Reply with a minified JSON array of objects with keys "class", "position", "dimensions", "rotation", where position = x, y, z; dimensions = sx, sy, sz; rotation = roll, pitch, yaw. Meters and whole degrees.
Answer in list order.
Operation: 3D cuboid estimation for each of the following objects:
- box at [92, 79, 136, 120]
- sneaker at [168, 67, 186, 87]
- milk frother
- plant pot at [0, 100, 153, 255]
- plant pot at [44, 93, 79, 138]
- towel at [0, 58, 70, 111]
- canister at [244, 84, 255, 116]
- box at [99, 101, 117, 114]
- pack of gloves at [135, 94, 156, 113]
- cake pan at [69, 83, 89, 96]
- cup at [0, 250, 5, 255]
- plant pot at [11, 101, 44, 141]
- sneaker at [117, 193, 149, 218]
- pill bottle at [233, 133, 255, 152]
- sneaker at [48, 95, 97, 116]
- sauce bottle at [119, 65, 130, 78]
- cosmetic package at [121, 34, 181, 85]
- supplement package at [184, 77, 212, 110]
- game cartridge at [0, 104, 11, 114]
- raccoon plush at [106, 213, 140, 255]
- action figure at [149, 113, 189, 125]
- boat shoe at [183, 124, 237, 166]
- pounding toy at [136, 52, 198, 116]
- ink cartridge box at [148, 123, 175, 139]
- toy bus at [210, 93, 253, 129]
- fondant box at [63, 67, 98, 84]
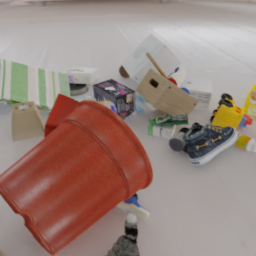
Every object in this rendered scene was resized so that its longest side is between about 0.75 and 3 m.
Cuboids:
[{"class":"box","position":[-0.596,-1.143,11.620],"dimensions":[1.013,1.167,1.766],"rotation":[-22,37,-28]},{"class":"sneaker","position":[1.794,-2.444,14.120],"dimensions":[1.641,0.903,2.241],"rotation":[8,37,31]},{"class":"milk frother","position":[1.984,0.294,9.580],"dimensions":[0.832,0.922,0.867],"rotation":[24,38,24]},{"class":"plant pot","position":[-1.334,1.220,6.575],"dimensions":[2.787,2.787,2.711],"rotation":[27,54,36]},{"class":"plant pot","position":[-1.782,0.136,9.153],"dimensions":[1.491,1.691,1.692],"rotation":[11,40,-6]},{"class":"towel","position":[-3.740,-1.685,11.475],"dimensions":[2.896,0.339,2.209],"rotation":[8,56,-34]},{"class":"canister","position":[6.202,-0.948,11.450],"dimensions":[2.464,1.066,1.830],"rotation":[17,36,27]},{"class":"box","position":[-1.314,-0.378,10.439],"dimensions":[1.800,1.072,0.373],"rotation":[-9,26,-13]},{"class":"pack of gloves","position":[0.499,-1.168,12.459],"dimensions":[1.303,0.306,1.551],"rotation":[-16,35,-28]},{"class":"cake pan","position":[-2.668,-1.970,13.801],"dimensions":[1.421,0.261,1.421],"rotation":[0,32,0]},{"class":"cup","position":[-3.212,2.767,5.422],"dimensions":[1.615,1.155,1.615],"rotation":[1,32,0]},{"class":"plant pot","position":[-3.819,-0.337,10.473],"dimensions":[1.175,1.041,1.176],"rotation":[-11,33,-16]},{"class":"sneaker","position":[0.197,1.973,7.414],"dimensions":[0.967,0.371,0.538],"rotation":[12,42,30]},{"class":"pill bottle","position":[4.078,0.516,9.662],"dimensions":[0.448,0.448,0.806],"rotation":[-24,39,-33]},{"class":"sneaker","position":[-2.264,-0.792,11.410],"dimensions":[2.027,0.728,0.734],"rotation":[-23,29,-16]},{"class":"sauce bottle","position":[0.283,-3.562,15.868],"dimensions":[0.805,0.805,2.440],"rotation":[12,33,18]},{"class":"cosmetic package","position":[1.057,-3.122,13.651],"dimensions":[2.153,1.328,2.160],"rotation":[-43,32,12]},{"class":"supplement package","position":[3.091,-1.590,12.618],"dimensions":[1.180,0.840,1.515],"rotation":[9,32,10]},{"class":"game cartridge","position":[-5.934,-1.141,12.263],"dimensions":[2.803,0.573,1.866],"rotation":[-18,33,-26]},{"class":"raccoon plush","position":[-0.311,2.475,5.773],"dimensions":[0.933,1.392,0.674],"rotation":[-4,-3,-21]},{"class":"action figure","position":[1.465,-0.308,10.251],"dimensions":[1.405,0.384,0.830],"rotation":[-6,21,4]},{"class":"boat shoe","position":[2.759,0.236,9.222],"dimensions":[2.319,1.052,0.820],"rotation":[-30,14,-34]},{"class":"pounding toy","position":[1.440,-1.624,11.181],"dimensions":[1.990,1.537,2.161],"rotation":[27,15,-34]},{"class":"ink cartridge box","position":[1.260,0.030,10.495],"dimensions":[0.904,0.380,0.660],"rotation":[13,34,20]},{"class":"toy bus","position":[4.108,-0.546,10.960],"dimensions":[1.461,1.033,1.522],"rotation":[24,34,12]},{"class":"fondant box","position":[-2.370,-2.681,14.229],"dimensions":[1.374,0.555,1.905],"rotation":[2,19,4]}]
